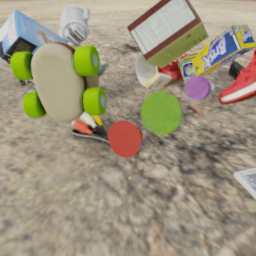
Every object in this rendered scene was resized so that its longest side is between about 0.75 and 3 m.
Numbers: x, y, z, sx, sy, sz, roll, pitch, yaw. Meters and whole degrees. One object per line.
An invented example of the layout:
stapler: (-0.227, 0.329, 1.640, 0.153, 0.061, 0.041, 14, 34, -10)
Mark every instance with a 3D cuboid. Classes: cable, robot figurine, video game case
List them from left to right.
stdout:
robot figurine: (-2.088, -4.010, 10.869, 1.566, 1.043, 1.847, -29, 48, 18)
cable: (-0.924, 0.191, 9.368, 2.738, 0.689, 1.330, 26, 40, 35)
video game case: (3.913, 1.590, 7.562, 1.404, 0.177, 1.541, -10, 33, -15)

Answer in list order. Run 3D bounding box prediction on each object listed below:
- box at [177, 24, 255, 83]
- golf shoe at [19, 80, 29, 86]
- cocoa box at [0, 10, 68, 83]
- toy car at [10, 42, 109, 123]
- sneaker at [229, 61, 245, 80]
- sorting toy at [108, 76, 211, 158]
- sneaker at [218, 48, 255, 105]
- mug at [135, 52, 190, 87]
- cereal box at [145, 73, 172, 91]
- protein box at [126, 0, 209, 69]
box: (2.820, -2.375, 9.222, 0.875, 0.803, 2.499, -17, -7, -33)
golf shoe: (-5.110, -2.611, 14.038, 0.794, 0.654, 1.681, -11, 34, -18)
cocoa box: (-3.217, -2.600, 9.624, 2.190, 1.437, 1.460, 23, 39, -48)
toy car: (-1.452, -1.451, 7.658, 2.058, 1.977, 2.506, -1, 25, 15)
sneaker: (5.855, -2.915, 14.644, 0.855, 0.715, 1.883, 8, 38, -5)
sorting toy: (0.729, -0.251, 6.187, 0.892, 2.574, 0.886, 59, 27, 10)
sneaker: (2.752, -1.374, 6.013, 2.060, 1.190, 0.807, -27, -10, 26)
mug: (1.987, -2.840, 13.787, 2.517, 1.679, 2.234, -16, 59, -32)
cereal box: (1.005, -1.502, 9.195, 0.850, 0.612, 0.168, -3, 56, -54)
protein box: (1.460, -3.380, 9.868, 2.104, 1.419, 2.088, -31, -7, 21)
